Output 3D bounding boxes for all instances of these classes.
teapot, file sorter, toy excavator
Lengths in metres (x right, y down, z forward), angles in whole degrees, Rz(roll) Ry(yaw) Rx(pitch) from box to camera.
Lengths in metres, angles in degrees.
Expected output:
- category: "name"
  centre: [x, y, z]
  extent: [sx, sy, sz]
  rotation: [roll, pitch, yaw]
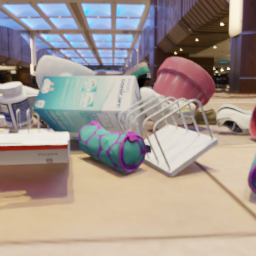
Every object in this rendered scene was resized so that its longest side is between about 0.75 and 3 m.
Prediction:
- category: "teapot"
  centre: [-2.295, -1.442, 9.831]
  extent: [2.175, 1.609, 2.203]
  rotation: [17, 1, 27]
- category: "file sorter"
  centre: [-2.972, -0.191, 9.282]
  extent: [1.314, 0.818, 0.912]
  rotation: [-2, 10, -16]
- category: "toy excavator"
  centre: [0.252, -1.127, 13.672]
  extent: [2.859, 1.469, 2.941]
  rotation: [-19, 9, -24]
- category: "file sorter"
  centre: [0.697, 0.016, 5.758]
  extent: [1.183, 1.062, 1.705]
  rotation: [-31, 21, -17]

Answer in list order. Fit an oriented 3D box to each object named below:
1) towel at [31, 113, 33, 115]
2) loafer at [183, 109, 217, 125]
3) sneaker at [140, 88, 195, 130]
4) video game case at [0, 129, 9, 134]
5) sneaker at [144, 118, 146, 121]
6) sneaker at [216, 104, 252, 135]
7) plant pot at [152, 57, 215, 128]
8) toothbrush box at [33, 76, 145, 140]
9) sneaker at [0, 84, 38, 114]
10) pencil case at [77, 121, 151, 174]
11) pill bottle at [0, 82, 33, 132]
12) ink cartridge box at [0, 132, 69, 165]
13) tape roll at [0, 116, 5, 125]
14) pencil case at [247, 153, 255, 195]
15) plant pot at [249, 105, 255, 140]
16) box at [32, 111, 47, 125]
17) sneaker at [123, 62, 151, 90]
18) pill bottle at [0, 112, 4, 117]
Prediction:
- category: "towel"
  centre: [-5.323, -0.990, 15.461]
  extent: [1.878, 0.462, 2.531]
  rotation: [-3, 8, -22]
- category: "loafer"
  centre: [2.674, -0.497, 11.600]
  extent: [2.022, 0.682, 0.769]
  rotation: [0, 9, 2]
- category: "sneaker"
  centre: [1.205, -0.622, 7.930]
  extent: [1.311, 0.836, 2.269]
  rotation: [-10, -19, 18]
- category: "video game case"
  centre: [-4.435, 0.182, 9.120]
  extent: [0.992, 0.125, 1.090]
  rotation: [-3, 10, -19]
- category: "sneaker"
  centre: [0.368, -0.411, 11.981]
  extent: [0.422, 0.436, 1.193]
  rotation: [-9, 22, -23]
- category: "sneaker"
  centre: [3.941, -0.094, 9.301]
  extent: [2.045, 0.781, 0.823]
  rotation: [13, 49, 6]
- category: "plant pot"
  centre: [1.679, -1.075, 9.985]
  extent: [2.153, 1.927, 2.153]
  rotation: [33, -12, 8]
- category: "toothbrush box"
  centre: [-0.915, -0.460, 7.583]
  extent: [2.519, 1.074, 1.844]
  rotation: [2, -26, 12]
- category: "sneaker"
  centre: [-4.005, -1.240, 11.149]
  extent: [2.781, 1.063, 1.120]
  rotation: [7, 36, -45]
- category: "pencil case"
  centre: [-0.372, 0.345, 5.798]
  extent: [0.750, 0.814, 1.762]
  rotation: [6, 3, -37]
- category: "pill bottle"
  centre: [-3.929, -0.735, 9.798]
  extent: [0.913, 1.578, 0.913]
  rotation: [-4, 26, 2]
- category: "ink cartridge box"
  centre: [-2.150, 0.464, 4.985]
  extent: [2.178, 0.764, 2.679]
  rotation: [-1, 7, -12]
- category: "tape roll"
  centre: [-5.567, -0.302, 11.615]
  extent: [0.847, 0.296, 0.847]
  rotation: [-1, 9, 0]
- category: "pencil case"
  centre: [2.375, 0.608, 4.445]
  extent: [0.772, 0.711, 1.671]
  rotation: [-30, -6, 28]
- category: "plant pot"
  centre: [4.361, -0.149, 8.042]
  extent: [1.188, 1.328, 1.328]
  rotation: [15, 8, -3]
- category: "box"
  centre: [-2.952, -0.377, 10.641]
  extent: [1.037, 0.239, 0.825]
  rotation: [-1, -25, 18]
- category: "sneaker"
  centre: [0.145, -1.785, 11.300]
  extent: [0.705, 0.789, 1.975]
  rotation: [-10, -16, -42]
- category: "pill bottle"
  centre: [-5.921, -0.834, 13.527]
  extent: [1.300, 0.752, 0.752]
  rotation: [-2, 9, -20]
